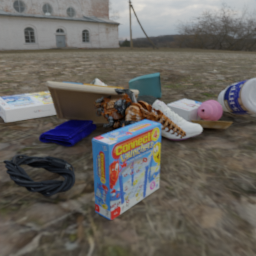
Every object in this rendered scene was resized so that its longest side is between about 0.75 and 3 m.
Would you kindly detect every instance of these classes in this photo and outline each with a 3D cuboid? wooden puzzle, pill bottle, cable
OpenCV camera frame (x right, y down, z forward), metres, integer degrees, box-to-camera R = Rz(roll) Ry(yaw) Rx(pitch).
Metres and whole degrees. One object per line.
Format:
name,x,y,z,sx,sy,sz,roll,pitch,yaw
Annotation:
wooden puzzle,-1.127,-0.806,9.248,2.665,0.536,2.881,6,-18,-4
pill bottle,4.570,-1.182,11.208,1.313,1.313,2.193,-3,0,-10
cable,-1.988,1.034,6.230,1.614,0.410,1.316,16,21,-10

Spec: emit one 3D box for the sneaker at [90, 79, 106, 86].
sneaker,-1.013,-1.371,11.854,2.886,1.434,1.124,-6,34,-9

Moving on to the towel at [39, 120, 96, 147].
towel,-1.963,0.084,9.352,1.264,0.424,1.711,8,21,19

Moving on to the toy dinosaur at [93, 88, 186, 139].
toy dinosaur,0.140,-0.087,7.636,1.417,1.883,2.774,-12,23,-32

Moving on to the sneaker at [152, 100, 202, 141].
sneaker,1.261,-0.262,9.225,2.339,1.165,0.876,10,18,20

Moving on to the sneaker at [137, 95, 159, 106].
sneaker,-0.056,-0.834,11.000,2.798,1.062,1.270,3,25,0

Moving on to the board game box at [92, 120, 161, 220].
board game box,0.026,0.775,5.643,0.441,1.545,1.578,16,26,39

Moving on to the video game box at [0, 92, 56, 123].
video game box,-4.269,-0.990,12.206,2.634,0.617,2.400,-13,26,-33

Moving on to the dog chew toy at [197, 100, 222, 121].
dog chew toy,2.985,-0.622,10.390,0.835,0.835,1.341,12,9,31

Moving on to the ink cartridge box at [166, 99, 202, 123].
ink cartridge box,2.302,-0.659,11.167,1.041,0.610,1.441,19,27,36

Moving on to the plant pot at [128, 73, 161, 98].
plant pot,0.909,-2.215,15.039,1.660,1.173,1.172,-5,18,10

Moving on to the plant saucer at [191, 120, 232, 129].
plant saucer,2.912,-0.127,9.829,1.419,0.251,1.419,2,3,0
